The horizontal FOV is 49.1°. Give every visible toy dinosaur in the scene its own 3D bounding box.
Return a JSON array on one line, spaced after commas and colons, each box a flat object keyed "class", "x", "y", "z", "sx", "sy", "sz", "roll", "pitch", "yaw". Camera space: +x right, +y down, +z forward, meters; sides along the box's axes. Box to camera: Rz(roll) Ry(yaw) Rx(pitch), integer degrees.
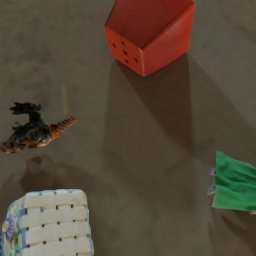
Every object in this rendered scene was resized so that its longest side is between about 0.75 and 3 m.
[{"class": "toy dinosaur", "x": -2.523, "y": 0.049, "z": 7.609, "sx": 2.141, "sy": 1.453, "sz": 1.094, "roll": -37, "pitch": 61, "yaw": -15}]

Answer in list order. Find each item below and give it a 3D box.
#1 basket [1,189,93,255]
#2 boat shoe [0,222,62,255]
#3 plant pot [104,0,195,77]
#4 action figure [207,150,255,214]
[{"class": "basket", "x": -1.691, "y": 2.392, "z": 5.907, "sx": 1.798, "sy": 2.585, "sz": 2.280, "roll": -2, "pitch": 60, "yaw": -20}, {"class": "boat shoe", "x": -2.633, "y": 2.821, "z": 6.061, "sx": 2.782, "sy": 0.940, "sz": 1.001, "roll": -34, "pitch": 80, "yaw": 12}, {"class": "plant pot", "x": 0.538, "y": -3.087, "z": 9.122, "sx": 2.276, "sy": 2.274, "sz": 2.006, "roll": 37, "pitch": 78, "yaw": 18}, {"class": "action figure", "x": 3.474, "y": 1.711, "z": 7.265, "sx": 2.708, "sy": 0.740, "sz": 1.599, "roll": 17, "pitch": 62, "yaw": 1}]
